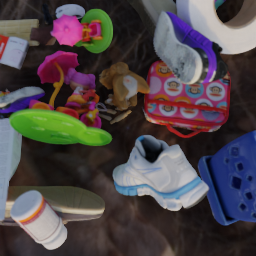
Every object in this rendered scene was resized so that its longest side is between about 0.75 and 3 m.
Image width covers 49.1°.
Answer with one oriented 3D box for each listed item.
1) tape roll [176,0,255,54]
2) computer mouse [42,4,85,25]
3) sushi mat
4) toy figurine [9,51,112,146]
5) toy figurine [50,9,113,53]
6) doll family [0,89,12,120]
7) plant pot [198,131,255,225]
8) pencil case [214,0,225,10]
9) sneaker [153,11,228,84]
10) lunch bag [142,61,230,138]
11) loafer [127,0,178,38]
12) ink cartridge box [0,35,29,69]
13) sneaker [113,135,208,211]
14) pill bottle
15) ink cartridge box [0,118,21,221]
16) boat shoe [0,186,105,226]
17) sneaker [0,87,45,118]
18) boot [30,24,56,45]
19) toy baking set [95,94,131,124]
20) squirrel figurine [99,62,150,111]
[{"bbox_3d":[2.717,-3.418,7.433,2.781,0.973,2.781,-4,116,-9],"label":"tape roll"},{"bbox_3d":[-1.986,-3.582,8.617,1.276,0.280,0.699,-10,74,-3],"label":"computer mouse"},{"bbox_3d":[-3.692,-2.852,8.500,1.959,0.119,0.937,-3,76,0],"label":"sushi mat"},{"bbox_3d":[-1.533,-0.907,7.349,2.494,1.873,2.296,12,64,-16],"label":"toy figurine"},{"bbox_3d":[-1.462,-2.583,7.470,1.573,1.448,1.181,4,105,34],"label":"toy figurine"},{"bbox_3d":[-3.452,-0.585,7.634,0.693,0.503,1.116,16,74,-16],"label":"doll family"},{"bbox_3d":[2.732,1.202,6.401,1.624,1.807,1.807,-28,69,37],"label":"plant pot"},{"bbox_3d":[2.847,-4.414,8.387,2.554,1.180,1.087,-45,119,-9],"label":"pencil case"},{"bbox_3d":[1.565,-1.974,6.982,1.323,0.925,2.661,-2,48,-19],"label":"sneaker"},{"bbox_3d":[1.535,-0.724,7.552,2.230,0.914,1.964,7,78,5],"label":"lunch bag"},{"bbox_3d":[0.567,-4.077,8.382,1.019,1.129,2.983,-27,86,-8],"label":"loafer"},{"bbox_3d":[-3.527,-2.275,8.208,1.028,0.293,0.836,18,84,-2],"label":"ink cartridge box"},{"bbox_3d":[0.410,0.762,5.997,1.105,2.949,1.278,-28,98,-28],"label":"sneaker"},{"bbox_3d":[-1.840,1.971,5.916,0.686,1.253,0.686,-18,34,12],"label":"pill bottle"},{"bbox_3d":[-3.824,1.095,6.786,2.189,0.768,2.693,-8,61,-3],"label":"ink cartridge box"},{"bbox_3d":[-1.924,1.984,6.818,2.661,0.957,0.862,6,108,-14],"label":"boat shoe"},{"bbox_3d":[-2.861,-0.655,7.544,1.298,0.645,0.451,-23,42,-22],"label":"sneaker"},{"bbox_3d":[-2.288,-2.666,7.723,0.690,0.830,0.300,4,46,-36],"label":"boot"},{"bbox_3d":[-0.466,-0.508,7.873,1.076,0.125,0.826,-37,72,-16],"label":"toy baking set"},{"bbox_3d":[-0.198,-1.058,7.385,0.871,1.149,1.231,-27,81,-22],"label":"squirrel figurine"}]
